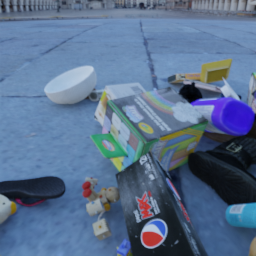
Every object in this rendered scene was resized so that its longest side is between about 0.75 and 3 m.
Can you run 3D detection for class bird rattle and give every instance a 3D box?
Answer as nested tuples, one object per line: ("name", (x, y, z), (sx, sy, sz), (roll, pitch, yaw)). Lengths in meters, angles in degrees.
("bird rattle", (-3.235, 1.836, 5.656), (1.941, 1.093, 1.583), (-1, 12, 29))

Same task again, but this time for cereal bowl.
("cereal bowl", (-2.323, -1.703, 11.937), (2.275, 0.947, 2.275), (-18, 31, 11))

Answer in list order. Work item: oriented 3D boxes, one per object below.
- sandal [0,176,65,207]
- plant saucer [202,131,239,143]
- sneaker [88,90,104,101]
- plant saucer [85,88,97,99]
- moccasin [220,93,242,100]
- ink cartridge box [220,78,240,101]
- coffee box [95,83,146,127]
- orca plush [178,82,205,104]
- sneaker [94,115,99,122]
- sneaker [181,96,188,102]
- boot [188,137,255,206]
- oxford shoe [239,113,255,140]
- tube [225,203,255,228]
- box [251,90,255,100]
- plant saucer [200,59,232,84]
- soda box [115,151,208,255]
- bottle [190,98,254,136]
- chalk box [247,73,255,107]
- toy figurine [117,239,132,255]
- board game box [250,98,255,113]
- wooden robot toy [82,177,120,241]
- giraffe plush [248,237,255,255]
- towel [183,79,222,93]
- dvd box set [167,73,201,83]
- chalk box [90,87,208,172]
("sandal", (-2.307, 1.517, 6.550), (2.075, 0.468, 0.779), (-6, 18, 22))
("plant saucer", (3.595, -0.100, 9.789), (2.357, 0.347, 2.357), (-1, 27, 0))
("sneaker", (-0.953, -1.450, 12.259), (1.472, 0.574, 0.731), (13, 26, 22))
("plant saucer", (-1.961, -1.655, 13.015), (1.284, 0.235, 1.284), (1, 27, 0))
("moccasin", (4.226, -1.345, 11.525), (0.870, 0.350, 0.297), (10, -12, 36))
("ink cartridge box", (3.585, -1.083, 9.691), (0.251, 1.124, 0.990), (-36, 34, 25))
("coffee box", (-0.055, -0.485, 8.826), (1.309, 1.295, 1.307), (-13, 55, -38))
("orca plush", (2.404, -1.368, 11.500), (1.563, 1.056, 2.970), (12, 29, 23))
("sneaker", (-0.634, -0.155, 9.796), (1.223, 0.496, 0.460), (36, 83, 29))
("sneaker", (1.456, -0.495, 9.586), (0.508, 0.883, 1.693), (39, 83, 14))
("boot", (2.857, 0.998, 6.938), (1.791, 0.902, 2.396), (-12, 29, -23))
("oxford shoe", (3.903, 0.142, 8.068), (0.797, 0.926, 2.194), (-34, 47, -17))
("tube", (2.473, 1.592, 5.088), (0.407, 1.617, 0.626), (23, 66, -15))
("box", (4.716, -0.402, 7.649), (2.276, 1.207, 1.391), (34, 25, -29))
("plant saucer", (3.968, -2.461, 12.607), (1.337, 1.336, 0.324), (-9, 62, 7))
("soda box", (0.563, 1.709, 5.056), (1.012, 0.906, 2.861), (-35, 28, 9))
("bottle", (2.489, -0.360, 8.609), (1.194, 0.933, 2.859), (23, -3, -16))
("chalk box", (5.560, -1.229, 10.930), (1.335, 1.342, 2.157), (6, 28, 12))
("toy figurine", (0.038, 2.179, 4.875), (0.507, 0.576, 0.961), (12, 24, 26))
("board game box", (4.736, -0.866, 8.954), (1.190, 1.493, 0.723), (-8, 49, 4))
("wooden robot toy", (-0.496, 1.479, 5.959), (0.759, 0.737, 1.673), (-24, 30, 0))
("giraffe plush", (2.495, 2.217, 4.264), (1.540, 1.639, 1.900), (0, 61, 24))
("towel", (3.562, -1.944, 13.046), (1.604, 0.258, 1.532), (20, 12, 32))
("dvd box set", (3.242, -2.494, 13.956), (2.251, 0.331, 1.647), (-3, 5, -7))
("chalk box", (0.358, 0.244, 7.247), (2.687, 1.663, 1.672), (-16, 49, -29))
